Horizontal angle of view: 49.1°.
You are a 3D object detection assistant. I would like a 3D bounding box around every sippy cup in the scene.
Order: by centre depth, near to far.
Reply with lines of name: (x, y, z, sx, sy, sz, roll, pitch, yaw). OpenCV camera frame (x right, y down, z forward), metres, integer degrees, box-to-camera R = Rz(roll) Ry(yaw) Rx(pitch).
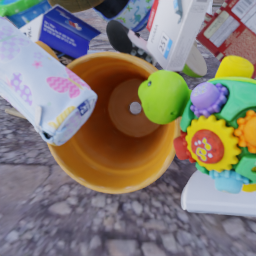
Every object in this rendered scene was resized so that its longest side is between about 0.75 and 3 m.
sippy cup: (-2.495, -3.264, 8.341, 2.473, 1.812, 1.942, -22, 41, 7)

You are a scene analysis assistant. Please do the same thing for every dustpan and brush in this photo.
dustpan and brush: (1.778, 1.088, 5.750, 1.466, 0.601, 2.101, 3, 36, 4)

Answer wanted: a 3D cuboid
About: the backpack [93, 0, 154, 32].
backpack: (0.064, -4.112, 8.994, 1.617, 2.013, 2.200, 23, 24, -40)

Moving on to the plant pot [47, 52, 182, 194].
plant pot: (-0.074, -0.268, 6.312, 2.683, 2.683, 2.456, 8, 14, 14)

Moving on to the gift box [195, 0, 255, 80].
gift box: (3.188, -2.791, 7.638, 2.320, 2.141, 2.166, 47, 27, 2)

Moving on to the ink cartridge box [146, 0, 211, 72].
ink cartridge box: (0.942, -2.831, 6.366, 0.526, 2.351, 2.071, -8, 49, -24)

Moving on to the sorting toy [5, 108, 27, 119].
sorting toy: (-2.189, -0.671, 8.965, 2.826, 0.378, 2.106, 16, 33, 26)

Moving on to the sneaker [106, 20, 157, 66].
sneaker: (0.125, -2.243, 7.566, 1.684, 0.624, 0.745, 47, 38, 0)

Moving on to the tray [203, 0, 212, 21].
tray: (2.017, -4.085, 10.114, 2.337, 1.255, 0.259, -3, -16, 45)

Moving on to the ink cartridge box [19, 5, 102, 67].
ink cartridge box: (-2.068, -1.631, 6.354, 2.850, 0.559, 1.417, -17, -15, 31)

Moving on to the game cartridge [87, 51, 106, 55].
game cartridge: (-1.931, -3.368, 13.161, 1.818, 0.567, 2.730, -6, 16, -1)

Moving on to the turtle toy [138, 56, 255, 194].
turtle toy: (1.114, -0.059, 3.718, 1.131, 1.631, 2.238, -22, 49, -37)

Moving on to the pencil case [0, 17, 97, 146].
pencil case: (-1.351, -0.640, 3.618, 1.972, 0.820, 0.895, 41, 59, 6)

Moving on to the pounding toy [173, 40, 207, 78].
pounding toy: (2.423, -3.036, 12.400, 1.797, 1.080, 2.327, 16, 56, -37)

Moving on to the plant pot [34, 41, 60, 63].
plant pot: (-1.820, -1.059, 5.184, 1.052, 1.052, 0.963, 26, 63, 38)

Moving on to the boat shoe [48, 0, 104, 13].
boat shoe: (-0.843, -4.029, 7.387, 2.907, 1.060, 0.915, -36, 37, 0)
